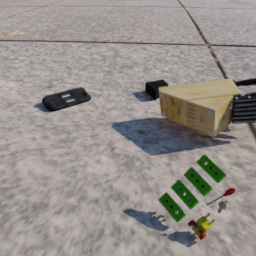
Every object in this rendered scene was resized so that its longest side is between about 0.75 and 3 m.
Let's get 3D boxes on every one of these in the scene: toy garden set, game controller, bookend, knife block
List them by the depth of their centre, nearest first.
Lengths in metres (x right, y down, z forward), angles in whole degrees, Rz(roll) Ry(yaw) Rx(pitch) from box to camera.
[{"bbox_3d":[1.439,1.380,5.499,1.323,0.264,1.103,-46,58,5],"label":"toy garden set"},{"bbox_3d":[2.732,-0.907,8.511,2.535,0.924,2.888,-33,40,-31],"label":"knife block"},{"bbox_3d":[-2.202,-1.042,10.097,1.676,0.353,0.874,-21,53,-29],"label":"game controller"},{"bbox_3d":[1.201,-1.461,10.621,0.830,0.382,0.825,-14,36,-22],"label":"bookend"}]
